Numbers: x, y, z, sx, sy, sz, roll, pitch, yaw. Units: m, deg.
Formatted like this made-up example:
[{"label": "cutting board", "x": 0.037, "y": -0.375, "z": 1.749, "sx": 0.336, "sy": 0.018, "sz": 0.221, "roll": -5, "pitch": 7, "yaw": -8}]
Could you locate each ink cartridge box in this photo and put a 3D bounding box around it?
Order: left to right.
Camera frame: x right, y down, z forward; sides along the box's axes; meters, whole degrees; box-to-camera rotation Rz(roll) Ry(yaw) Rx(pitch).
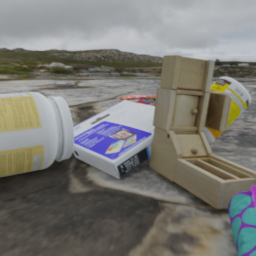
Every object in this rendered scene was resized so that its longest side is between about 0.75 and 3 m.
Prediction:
[{"label": "ink cartridge box", "x": -0.148, "y": 0.127, "z": 8.124, "sx": 2.839, "sy": 0.622, "sz": 2.866, "roll": -31, "pitch": 31, "yaw": -31}]

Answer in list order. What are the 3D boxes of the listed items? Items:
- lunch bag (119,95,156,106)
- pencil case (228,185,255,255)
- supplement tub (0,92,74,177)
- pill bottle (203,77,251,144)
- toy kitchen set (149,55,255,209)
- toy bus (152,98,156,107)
[{"label": "lunch bag", "x": 0.891, "y": -1.181, "z": 14.233, "sx": 2.582, "sy": 1.058, "sz": 2.274, "roll": 3, "pitch": 14, "yaw": 11}, {"label": "pencil case", "x": 1.790, "y": 1.480, "z": 3.768, "sx": 0.723, "sy": 0.785, "sz": 1.699, "roll": 6, "pitch": 14, "yaw": 12}, {"label": "supplement tub", "x": -2.882, "y": 0.162, "z": 6.726, "sx": 2.716, "sy": 1.975, "sz": 1.975, "roll": -8, "pitch": 15, "yaw": -31}, {"label": "pill bottle", "x": 2.540, "y": -0.394, "z": 8.601, "sx": 2.262, "sy": 1.236, "sz": 1.236, "roll": -45, "pitch": 21, "yaw": -3}, {"label": "toy kitchen set", "x": 2.145, "y": -0.106, "z": 6.249, "sx": 2.225, "sy": 2.727, "sz": 2.460, "roll": 0, "pitch": 12, "yaw": -27}, {"label": "toy bus", "x": 1.765, "y": -0.551, "z": 11.445, "sx": 0.945, "sy": 1.137, "sz": 2.904, "roll": -4, "pitch": 14, "yaw": -10}]
